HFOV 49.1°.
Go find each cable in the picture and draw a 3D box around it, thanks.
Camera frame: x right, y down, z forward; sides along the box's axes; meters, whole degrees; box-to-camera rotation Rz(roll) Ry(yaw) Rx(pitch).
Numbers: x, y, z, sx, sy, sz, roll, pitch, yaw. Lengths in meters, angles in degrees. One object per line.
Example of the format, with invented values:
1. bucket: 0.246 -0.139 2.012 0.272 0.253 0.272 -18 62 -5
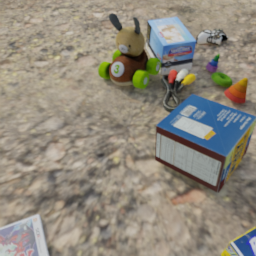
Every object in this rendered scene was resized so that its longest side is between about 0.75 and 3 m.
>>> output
1. cable: 1.690 -1.570 10.586 1.330 0.689 2.738 16 38 16

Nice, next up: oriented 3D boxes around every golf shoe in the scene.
1. golf shoe: 3.997 -4.283 13.321 1.681 0.654 0.794 -21 51 -17

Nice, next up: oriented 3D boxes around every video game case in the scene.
1. video game case: -2.826 3.036 6.927 1.541 0.177 1.404 -17 50 -15

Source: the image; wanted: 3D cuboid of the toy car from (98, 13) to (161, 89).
1. toy car: -0.033 -3.077 10.783 2.058 2.506 1.977 20 51 27

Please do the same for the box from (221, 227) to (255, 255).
1. box: 3.553 2.728 6.781 2.499 0.803 0.875 -20 51 -18

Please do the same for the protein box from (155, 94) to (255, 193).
1. protein box: 2.247 0.338 8.271 2.104 1.419 2.088 26 47 31

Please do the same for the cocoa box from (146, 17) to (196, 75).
1. cocoa box: 1.770 -3.594 12.137 1.460 1.437 2.190 -11 48 -10

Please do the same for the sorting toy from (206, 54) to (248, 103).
1. sorting toy: 3.935 -2.080 10.991 0.892 0.886 2.574 0 44 -22
